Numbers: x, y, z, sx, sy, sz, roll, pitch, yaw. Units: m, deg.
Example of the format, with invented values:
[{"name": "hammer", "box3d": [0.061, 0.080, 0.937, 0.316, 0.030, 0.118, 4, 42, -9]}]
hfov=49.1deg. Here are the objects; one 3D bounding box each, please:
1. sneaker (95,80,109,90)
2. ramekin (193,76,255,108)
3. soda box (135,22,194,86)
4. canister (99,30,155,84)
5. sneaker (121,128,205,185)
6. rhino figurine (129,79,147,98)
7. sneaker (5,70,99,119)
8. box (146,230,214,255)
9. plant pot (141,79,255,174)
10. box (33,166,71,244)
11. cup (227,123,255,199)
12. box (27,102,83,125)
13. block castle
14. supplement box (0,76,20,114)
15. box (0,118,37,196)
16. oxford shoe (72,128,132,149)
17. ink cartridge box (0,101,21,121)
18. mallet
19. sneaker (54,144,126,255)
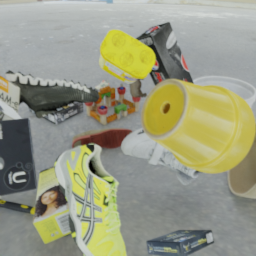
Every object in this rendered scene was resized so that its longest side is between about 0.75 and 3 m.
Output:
[{"name": "sneaker", "box3d": [-1.430, -2.369, 15.241, 0.896, 0.419, 0.315, -19, 37, -29]}, {"name": "ramekin", "box3d": [3.983, -1.096, 12.204, 2.746, 1.441, 2.746, 0, 31, 0]}, {"name": "soda box", "box3d": [1.421, -2.086, 9.995, 1.059, 2.993, 0.948, -42, 28, -26]}, {"name": "canister", "box3d": [-0.126, -1.780, 7.417, 1.333, 0.777, 1.794, 29, -2, -9]}, {"name": "sneaker", "box3d": [1.069, 0.715, 7.310, 2.377, 0.893, 1.366, 4, 32, -24]}, {"name": "rhino figurine", "box3d": [0.258, -1.791, 10.067, 0.450, 1.504, 0.658, -3, 10, 40]}, {"name": "sneaker", "box3d": [-2.205, -0.827, 8.096, 2.687, 1.216, 0.893, 9, 0, -7]}, {"name": "box", "box3d": [0.734, 1.602, 3.932, 0.775, 0.198, 0.611, 3, -17, -42]}, {"name": "plant pot", "box3d": [1.128, -0.116, 4.980, 1.527, 1.623, 1.623, 20, 17, -37]}, {"name": "box", "box3d": [-1.848, 1.790, 7.444, 1.017, 0.677, 2.702, -22, 19, -9]}, {"name": "cup", "box3d": [4.223, 1.141, 8.159, 1.629, 2.278, 2.278, 20, 33, -1]}, {"name": "box", "box3d": [-3.349, -0.982, 12.880, 2.079, 0.517, 1.640, 23, 38, 33]}, {"name": "block castle", "box3d": [-0.697, -1.175, 12.671, 2.310, 1.084, 1.544, -24, 38, -33]}, {"name": "supplement box", "box3d": [-4.035, -0.805, 6.820, 2.254, 0.829, 1.421, 1, -7, 3]}, {"name": "box", "box3d": [-2.080, 0.434, 3.423, 1.697, 0.900, 1.037, -7, -2, -25]}, {"name": "oxford shoe", "box3d": [-0.982, 0.296, 10.568, 2.320, 0.817, 0.868, -7, 28, -13]}, {"name": "ink cartridge box", "box3d": [-3.026, -0.055, 5.004, 1.431, 1.972, 0.826, -46, 61, -3]}, {"name": "mallet", "box3d": [-2.491, 2.232, 7.798, 2.564, 0.528, 0.845, 11, 33, 23]}, {"name": "sneaker", "box3d": [-0.589, 1.423, 5.239, 0.927, 2.426, 0.915, -32, -14, 23]}]
